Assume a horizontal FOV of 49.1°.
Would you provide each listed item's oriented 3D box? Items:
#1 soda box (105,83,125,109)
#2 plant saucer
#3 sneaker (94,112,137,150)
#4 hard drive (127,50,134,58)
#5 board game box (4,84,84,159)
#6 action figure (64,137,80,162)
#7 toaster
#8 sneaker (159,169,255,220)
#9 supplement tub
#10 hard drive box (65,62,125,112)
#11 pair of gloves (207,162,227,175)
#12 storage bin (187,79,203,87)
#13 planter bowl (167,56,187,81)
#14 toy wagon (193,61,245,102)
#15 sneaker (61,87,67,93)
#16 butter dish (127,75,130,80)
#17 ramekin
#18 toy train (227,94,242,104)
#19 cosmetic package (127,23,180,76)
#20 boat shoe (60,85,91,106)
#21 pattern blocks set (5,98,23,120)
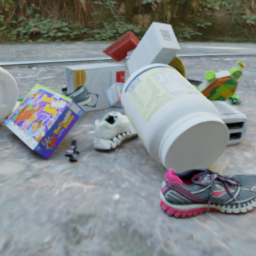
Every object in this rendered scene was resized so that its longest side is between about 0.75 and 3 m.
[{"bbox_3d":[0.283,-1.186,10.905,2.244,0.713,0.767,1,-22,-38],"label":"soda box"},{"bbox_3d":[-0.213,-3.500,12.466,1.494,0.275,1.497,-31,-13,16],"label":"plant saucer"},{"bbox_3d":[-0.267,-0.105,8.944,0.869,0.937,2.313,1,19,30],"label":"sneaker"},{"bbox_3d":[0.662,-3.256,12.679,1.206,0.796,0.158,-14,40,17],"label":"hard drive"},{"bbox_3d":[-2.692,-0.317,8.705,2.587,0.579,1.740,24,74,47],"label":"board game box"},{"bbox_3d":[-1.528,0.594,7.911,0.290,0.543,0.835,-10,34,10],"label":"action figure"},{"bbox_3d":[2.819,-0.131,8.899,2.028,1.152,1.310,-5,26,-17],"label":"toaster"},{"bbox_3d":[1.794,1.242,5.772,2.284,0.853,0.921,-5,22,-14],"label":"sneaker"},{"bbox_3d":[1.090,-0.267,7.196,1.938,1.938,2.673,-8,39,-19],"label":"supplement tub"},{"bbox_3d":[-1.368,-1.770,12.037,2.356,1.836,0.905,-13,26,-28],"label":"hard drive box"},{"bbox_3d":[1.749,1.104,6.990,1.225,0.215,1.042,8,28,34],"label":"pair of gloves"},{"bbox_3d":[2.886,-1.804,13.502,1.222,0.848,1.808,-17,28,-37],"label":"storage bin"},{"bbox_3d":[1.611,-1.650,11.711,1.089,2.614,2.614,18,6,-41],"label":"planter bowl"},{"bbox_3d":[3.348,-1.495,10.398,1.814,2.338,0.463,21,37,-44],"label":"toy wagon"},{"bbox_3d":[-2.819,-2.306,14.885,1.652,0.743,0.578,-16,26,-34],"label":"sneaker"},{"bbox_3d":[0.734,-2.223,14.394,1.466,1.087,1.470,9,65,29],"label":"butter dish"},{"bbox_3d":[-4.849,-1.178,9.511,1.057,2.169,2.169,21,29,30],"label":"ramekin"},{"bbox_3d":[4.970,-1.490,13.387,0.512,0.379,1.815,11,22,0],"label":"toy train"},{"bbox_3d":[0.907,-2.775,10.952,0.844,1.202,2.370,-4,-24,-30],"label":"cosmetic package"},{"bbox_3d":[-2.554,-1.059,10.563,2.262,0.699,0.823,-18,28,-18],"label":"boat shoe"},{"bbox_3d":[-5.215,-0.739,11.589,2.574,0.237,2.928,-1,21,-4],"label":"pattern blocks set"}]
